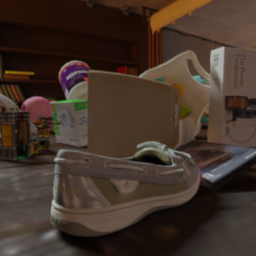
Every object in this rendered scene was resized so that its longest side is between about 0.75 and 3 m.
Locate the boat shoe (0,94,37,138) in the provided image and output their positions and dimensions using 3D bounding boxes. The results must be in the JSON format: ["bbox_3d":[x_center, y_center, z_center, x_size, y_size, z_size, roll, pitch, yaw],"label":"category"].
[{"bbox_3d":[-3.475,-0.272,8.349,1.883,0.619,0.678,44,5,8],"label":"boat shoe"}]

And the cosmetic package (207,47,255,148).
[{"bbox_3d":[3.199,-0.765,7.576,1.942,2.576,0.665,0,4,-18],"label":"cosmetic package"}]

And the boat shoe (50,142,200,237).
[{"bbox_3d":[0.151,0.495,3.214,0.860,0.748,2.333,4,5,41],"label":"boat shoe"}]

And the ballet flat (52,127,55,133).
[{"bbox_3d":[-2.655,0.063,11.604,0.547,0.545,1.632,-30,19,-35],"label":"ballet flat"}]

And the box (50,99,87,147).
[{"bbox_3d":[-1.614,-0.178,8.396,0.711,1.297,1.470,-14,13,-38],"label":"box"}]

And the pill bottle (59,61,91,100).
[{"bbox_3d":[-1.668,-1.382,10.164,1.299,1.299,2.309,-2,39,-27],"label":"pill bottle"}]

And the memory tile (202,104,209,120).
[{"bbox_3d":[2.769,-0.487,8.891,0.192,2.287,1.753,-49,-18,31],"label":"memory tile"}]

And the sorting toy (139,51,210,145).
[{"bbox_3d":[1.461,-1.051,8.052,2.012,2.235,1.194,-41,8,16],"label":"sorting toy"}]

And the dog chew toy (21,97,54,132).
[{"bbox_3d":[-3.668,-0.570,13.303,2.612,1.627,1.627,5,0,-38],"label":"dog chew toy"}]

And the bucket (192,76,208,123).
[{"bbox_3d":[3.436,-1.476,16.349,1.884,2.895,2.895,-14,8,-15],"label":"bucket"}]

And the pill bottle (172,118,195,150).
[{"bbox_3d":[0.802,0.104,7.329,1.737,0.945,0.945,0,4,3],"label":"pill bottle"}]

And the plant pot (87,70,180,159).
[{"bbox_3d":[0.234,-0.217,5.853,1.568,1.771,1.769,2,3,17],"label":"plant pot"}]

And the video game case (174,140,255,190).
[{"bbox_3d":[1.219,0.536,4.632,1.126,0.150,1.577,-23,15,-26],"label":"video game case"}]

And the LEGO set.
[{"bbox_3d":[-2.758,0.015,6.641,1.606,1.210,2.089,2,5,24],"label":"LEGO set"}]

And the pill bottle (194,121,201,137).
[{"bbox_3d":[1.903,-0.305,10.627,0.972,0.972,1.731,-3,25,-32],"label":"pill bottle"}]
